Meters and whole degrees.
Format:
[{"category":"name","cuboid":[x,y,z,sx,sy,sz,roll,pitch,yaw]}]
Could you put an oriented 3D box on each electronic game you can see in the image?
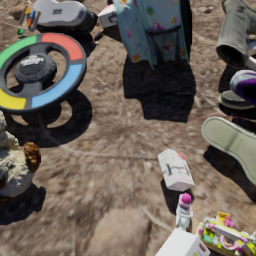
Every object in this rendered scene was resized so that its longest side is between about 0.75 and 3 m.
[{"category":"electronic game","cuboid":[-2.527,-1.561,7.644,2.875,0.598,2.875,-5,58,8]}]

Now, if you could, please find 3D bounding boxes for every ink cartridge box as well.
[{"category":"ink cartridge box","cuboid":[-0.393,-4.268,10.431,1.207,0.509,0.874,-1,44,33]},{"category":"ink cartridge box","cuboid":[1.037,0.927,6.121,0.577,0.335,0.800,21,44,-40]}]

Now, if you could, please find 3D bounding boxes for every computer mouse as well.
[{"category":"computer mouse","cuboid":[-1.473,-3.899,10.456,1.334,0.437,1.899,17,52,16]}]

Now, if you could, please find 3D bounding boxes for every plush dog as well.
[{"category":"plush dog","cuboid":[-2.795,0.785,6.049,1.670,1.560,1.944,39,88,13]}]

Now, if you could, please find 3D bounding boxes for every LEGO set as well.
[{"category":"LEGO set","cuboid":[2.212,1.807,5.187,2.596,0.966,1.194,3,49,2]}]

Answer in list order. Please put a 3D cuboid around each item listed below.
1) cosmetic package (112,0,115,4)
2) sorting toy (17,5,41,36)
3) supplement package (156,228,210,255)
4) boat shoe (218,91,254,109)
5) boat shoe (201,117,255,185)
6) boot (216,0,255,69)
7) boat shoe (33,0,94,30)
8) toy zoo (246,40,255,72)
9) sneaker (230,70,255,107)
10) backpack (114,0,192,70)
[{"category":"cosmetic package","cuboid":[-0.136,-5.626,11.487,1.266,0.910,2.244,-20,49,3]},{"category":"sorting toy","cuboid":[-3.606,-3.761,10.010,0.843,1.141,0.168,34,15,27]},{"category":"supplement package","cuboid":[0.907,2.264,4.894,0.789,0.615,0.438,-45,106,-24]},{"category":"boat shoe","cuboid":[3.485,-0.920,7.754,1.869,0.614,0.668,2,45,0]},{"category":"boat shoe","cuboid":[2.808,0.612,6.353,2.454,0.917,0.814,37,18,33]},{"category":"boot","cuboid":[3.720,-2.944,9.005,2.225,0.888,2.447,22,56,-21]},{"category":"boat shoe","cuboid":[-2.475,-4.110,10.323,2.989,0.846,1.026,23,96,36]},{"category":"toy zoo","cuboid":[4.850,-2.148,9.044,1.802,0.281,2.746,-24,54,-19]},{"category":"sneaker","cuboid":[3.705,-0.527,6.824,2.561,0.953,1.121,24,27,8]},{"category":"backpack","cuboid":[0.765,-3.587,8.484,2.259,2.947,2.590,-4,49,6]}]
